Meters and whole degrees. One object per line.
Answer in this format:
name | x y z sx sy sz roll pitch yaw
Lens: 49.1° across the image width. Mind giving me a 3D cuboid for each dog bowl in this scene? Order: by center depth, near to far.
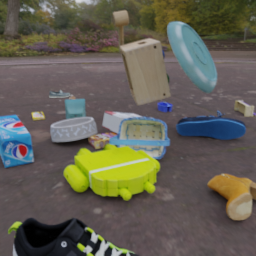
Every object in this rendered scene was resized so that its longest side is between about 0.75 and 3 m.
dog bowl | -2.039 0.025 10.456 1.814 0.532 1.814 -9 13 2

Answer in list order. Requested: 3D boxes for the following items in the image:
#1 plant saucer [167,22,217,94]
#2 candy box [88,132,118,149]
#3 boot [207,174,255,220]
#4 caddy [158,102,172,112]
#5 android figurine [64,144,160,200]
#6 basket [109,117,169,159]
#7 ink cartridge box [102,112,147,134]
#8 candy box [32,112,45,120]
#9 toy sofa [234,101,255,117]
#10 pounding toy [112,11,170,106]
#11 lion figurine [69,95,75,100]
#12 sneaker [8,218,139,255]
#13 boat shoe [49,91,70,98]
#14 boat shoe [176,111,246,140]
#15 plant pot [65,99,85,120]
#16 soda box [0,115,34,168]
plant saucer | 2.189 -2.366 9.100 0.359 2.620 2.620 -29 0 35
candy box | -0.792 0.436 10.022 1.101 0.311 0.642 -11 21 -27
boot | 2.311 1.524 6.459 1.665 0.586 1.192 -10 15 -39
caddy | 1.902 -1.124 14.544 0.606 0.450 0.858 -9 20 -27
android figurine | -0.355 1.115 7.536 2.536 0.572 2.786 -10 20 -28
basket | 0.381 0.334 8.645 1.702 1.342 1.930 3 9 5
ink cartridge box | -0.065 -0.188 10.902 1.508 0.632 1.088 3 12 -39
candy box | -4.295 -0.565 13.346 0.517 0.134 1.012 -10 20 -20
toy sofa | 5.862 -0.978 13.968 0.627 0.533 1.286 -2 18 -2
pounding toy | 0.433 -2.608 9.664 1.324 2.894 2.543 -15 22 -1
lion figurine | -2.849 -1.486 15.845 1.233 0.447 0.755 20 15 13
sneaker | -0.721 1.945 4.220 2.538 1.051 0.910 4 19 12
boat shoe | -4.331 -2.157 17.749 1.309 0.404 0.477 -6 19 -17
boat shoe | 3.134 -0.202 10.683 2.519 1.060 0.865 8 34 16
plant pot | -2.329 -0.626 12.396 0.909 0.909 1.286 -3 26 -10
soda box | -3.881 0.348 9.303 0.862 0.911 2.685 -10 20 -29
